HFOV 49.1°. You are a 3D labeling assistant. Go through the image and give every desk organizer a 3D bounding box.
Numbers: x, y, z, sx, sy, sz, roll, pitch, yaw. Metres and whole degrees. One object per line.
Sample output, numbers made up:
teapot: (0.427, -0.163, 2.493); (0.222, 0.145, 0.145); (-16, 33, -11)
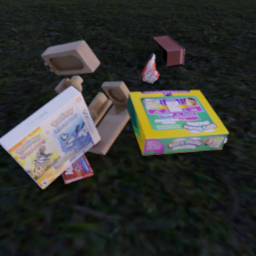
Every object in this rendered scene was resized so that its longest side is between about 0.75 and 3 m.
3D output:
desk organizer: (2.211, -4.383, 15.765); (0.959, 0.894, 2.492); (-11, 37, -11)

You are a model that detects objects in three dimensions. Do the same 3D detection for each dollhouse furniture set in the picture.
dollhouse furniture set: (-1.713, -0.945, 8.975); (2.524, 2.654, 2.162); (7, 55, 44)

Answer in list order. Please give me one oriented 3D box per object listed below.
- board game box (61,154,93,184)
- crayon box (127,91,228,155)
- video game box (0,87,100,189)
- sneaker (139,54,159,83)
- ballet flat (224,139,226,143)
board game box: (-1.771, 1.016, 8.757); (0.860, 0.162, 1.671); (-16, 38, -20)
crayon box: (1.204, -0.204, 7.392); (2.148, 0.626, 1.853); (-3, 43, -13)
video game box: (-1.928, 0.319, 7.549); (2.252, 2.052, 0.527); (-42, 53, -19)
sneaker: (0.716, -1.718, 8.203); (0.487, 0.908, 0.303); (22, 41, -6)
ballet flat: (2.791, 0.315, 9.116); (0.500, 0.500, 1.439); (-9, 21, -12)
